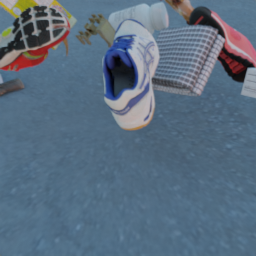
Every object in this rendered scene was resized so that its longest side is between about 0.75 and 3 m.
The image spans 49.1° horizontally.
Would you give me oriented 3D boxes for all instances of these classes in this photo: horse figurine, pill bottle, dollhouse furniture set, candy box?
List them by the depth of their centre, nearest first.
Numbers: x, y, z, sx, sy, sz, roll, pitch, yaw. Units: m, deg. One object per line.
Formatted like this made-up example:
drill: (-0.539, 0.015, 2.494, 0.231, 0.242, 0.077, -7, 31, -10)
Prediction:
candy box: (-2.622, -3.342, 7.800, 1.130, 2.212, 0.292, -57, 30, -9)
horse figurine: (1.820, -4.087, 9.502, 2.537, 0.633, 1.681, 24, 32, -37)
dollhouse furniture set: (-1.077, -3.493, 10.340, 1.261, 0.838, 1.105, 21, 73, 44)
pill bottle: (0.426, -4.202, 11.163, 2.172, 1.242, 1.242, -6, 34, 26)

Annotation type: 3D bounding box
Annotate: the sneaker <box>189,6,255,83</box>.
sneaker: (2.935, -2.621, 8.563, 2.772, 1.022, 1.202, 43, 53, -13)

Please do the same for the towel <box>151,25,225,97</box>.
towel: (1.319, -1.855, 7.597, 0.879, 1.702, 2.055, 24, -2, -41)

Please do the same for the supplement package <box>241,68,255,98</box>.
supplement package: (3.527, -1.081, 6.961, 0.928, 0.661, 1.192, 22, 23, 36)

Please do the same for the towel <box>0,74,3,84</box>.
towel: (-5.939, -1.866, 11.662, 1.358, 0.219, 1.297, -17, 41, -19)

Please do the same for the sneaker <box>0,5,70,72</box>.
sneaker: (-2.557, -2.292, 7.582, 2.913, 1.122, 1.237, -12, -11, 32)

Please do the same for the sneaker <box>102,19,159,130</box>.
sneaker: (0.039, -1.433, 5.916, 1.075, 1.259, 2.856, -12, 61, 17)

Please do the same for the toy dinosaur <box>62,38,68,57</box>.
toy dinosaur: (-2.369, -3.264, 9.176, 2.068, 0.625, 1.098, 42, 76, 0)

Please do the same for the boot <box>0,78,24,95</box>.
boot: (-4.952, -1.794, 11.290, 1.116, 0.405, 1.014, -36, 80, -28)
